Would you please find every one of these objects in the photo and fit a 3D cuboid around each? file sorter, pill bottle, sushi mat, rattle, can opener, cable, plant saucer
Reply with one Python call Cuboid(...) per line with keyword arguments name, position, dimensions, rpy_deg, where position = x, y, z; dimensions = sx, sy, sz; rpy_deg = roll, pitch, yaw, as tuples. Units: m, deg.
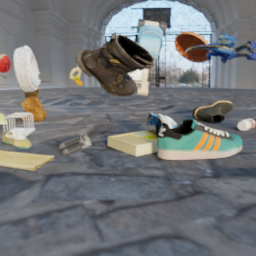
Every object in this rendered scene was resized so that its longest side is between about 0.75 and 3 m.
Cuboid(name="file sorter", position=(-4.543, -0.156, 11.689), dimensions=(0.901, 0.808, 1.298), rpy_deg=(0, 11, -3))
Cuboid(name="pill bottle", position=(5.218, -0.131, 12.402), dimensions=(0.832, 0.475, 0.475), rpy_deg=(-11, 15, -43))
Cuboid(name="sushi mat", position=(-3.283, 0.907, 8.030), dimensions=(2.139, 0.129, 1.023), rpy_deg=(4, 12, 18))
Cuboid(name="rattle", position=(-2.467, -2.801, 14.228), dimensions=(0.687, 1.055, 0.754), rpy_deg=(29, 10, -47))
Cuboid(name="can opener", position=(-1.787, 0.585, 9.354), dimensions=(0.517, 0.412, 1.546), rpy_deg=(-31, -4, 28))
Cuboid(name="cable", position=(-4.271, -2.459, 11.795), dimensions=(0.655, 1.892, 1.891), rpy_deg=(-8, 34, -6))
Cuboid(name="plant saucer", position=(3.028, -3.779, 13.093), dimensions=(1.836, 0.296, 1.836), rpy_deg=(30, -18, 11))

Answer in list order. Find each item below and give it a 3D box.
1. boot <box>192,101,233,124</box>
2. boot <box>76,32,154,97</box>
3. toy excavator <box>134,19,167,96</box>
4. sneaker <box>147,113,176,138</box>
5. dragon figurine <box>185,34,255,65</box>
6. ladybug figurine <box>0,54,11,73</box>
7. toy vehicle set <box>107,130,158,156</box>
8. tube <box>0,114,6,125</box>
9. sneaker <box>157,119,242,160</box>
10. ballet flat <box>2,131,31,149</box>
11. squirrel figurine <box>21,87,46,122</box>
Cuboid(name="boot", position=(4.906, -0.743, 14.851), dimensions=(2.429, 0.941, 1.680), rpy_deg=(-17, 20, -16))
Cuboid(name="boot", position=(-0.096, -1.711, 8.229), dimensions=(2.599, 0.900, 2.262), rpy_deg=(26, -17, -39))
Cuboid(name="toy excavator", position=(0.724, -2.797, 11.216), dimensions=(1.174, 2.351, 2.286), rpy_deg=(9, -34, -1))
Cuboid(name="sneaker", position=(1.363, -0.114, 10.045), dimensions=(0.931, 0.805, 2.148), rpy_deg=(6, 12, -10))
Cuboid(name="dragon figurine", position=(3.778, -3.176, 11.150), dimensions=(2.782, 0.819, 1.383), rpy_deg=(12, -10, -13))
Cuboid(name="ladybug figurine", position=(-3.931, -2.014, 8.891), dimensions=(0.282, 0.532, 0.784), rpy_deg=(28, -22, -4))
Cuboid(name="toy vehicle set", position=(0.779, 0.440, 9.836), dimensions=(2.567, 0.340, 1.595), rpy_deg=(-8, 14, -36))
Cuboid(name="tube", position=(-6.354, -0.376, 13.957), dimensions=(0.460, 0.411, 1.584), rpy_deg=(-42, 27, -8))
Cuboid(name="sneaker", position=(2.267, 0.282, 8.574), dimensions=(2.851, 1.139, 1.018), rpy_deg=(-3, 12, -17))
Cuboid(name="ballet flat", position=(-3.933, 0.375, 9.807), dimensions=(1.497, 0.529, 0.529), rpy_deg=(9, 14, 38))
Cuboid(name="squirrel figurine", position=(-4.972, -1.259, 14.724), dimensions=(1.344, 1.773, 1.900), rpy_deg=(-5, 12, -22))
